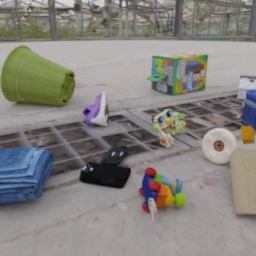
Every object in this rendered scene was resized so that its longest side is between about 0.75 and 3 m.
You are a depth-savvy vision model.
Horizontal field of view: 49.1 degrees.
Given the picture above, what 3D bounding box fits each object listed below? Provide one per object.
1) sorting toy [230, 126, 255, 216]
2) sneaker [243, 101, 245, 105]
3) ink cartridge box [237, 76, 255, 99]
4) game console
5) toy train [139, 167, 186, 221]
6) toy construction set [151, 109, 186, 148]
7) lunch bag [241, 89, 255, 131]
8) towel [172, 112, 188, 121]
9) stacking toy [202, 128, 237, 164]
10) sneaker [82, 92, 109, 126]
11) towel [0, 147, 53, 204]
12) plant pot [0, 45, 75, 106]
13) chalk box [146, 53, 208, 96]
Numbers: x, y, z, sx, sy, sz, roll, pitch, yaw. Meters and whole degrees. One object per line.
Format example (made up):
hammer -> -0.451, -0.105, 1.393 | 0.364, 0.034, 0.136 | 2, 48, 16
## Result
sorting toy -> 3.089, 0.797, 5.755 | 1.856, 0.334, 2.491 | -6, 35, 20
sneaker -> 4.909, -0.817, 10.899 | 0.544, 0.334, 0.836 | 6, 14, -21
ink cartridge box -> 6.391, -1.711, 12.432 | 2.791, 0.617, 1.312 | 8, 37, 20
game console -> -0.373, 0.864, 6.822 | 1.066, 0.218, 1.807 | 7, 23, 14
toy train -> 0.709, 1.338, 5.229 | 0.814, 0.596, 1.407 | 11, 21, -9
toy construction set -> 1.165, -0.019, 8.265 | 0.662, 0.942, 1.436 | -8, 20, 32
lunch bag -> 4.851, -0.700, 9.207 | 1.901, 1.258, 1.291 | -7, 28, -14
towel -> 1.751, -0.460, 10.354 | 0.806, 0.087, 0.591 | 14, 26, 32
stacking toy -> 2.554, 0.471, 7.345 | 0.886, 0.886, 1.213 | 17, 8, 37
sneaker -> -1.168, -0.708, 10.027 | 0.885, 0.855, 2.120 | -6, 22, 1
towel -> -3.131, 0.927, 5.700 | 2.969, 0.721, 1.658 | -5, 18, -4
plant pot -> -3.498, -1.898, 11.566 | 2.300, 2.422, 2.422 | 18, 24, 8
chalk box -> 2.248, -2.696, 13.760 | 2.834, 1.756, 1.769 | -13, 24, -31
